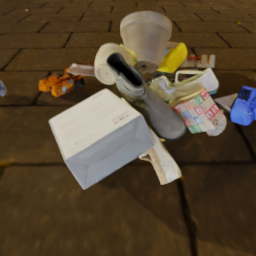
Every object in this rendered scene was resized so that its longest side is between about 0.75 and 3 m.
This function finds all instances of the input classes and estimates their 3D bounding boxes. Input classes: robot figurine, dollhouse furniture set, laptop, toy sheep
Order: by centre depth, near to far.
[{"bbox_3d":[2.951,-0.184,9.535,0.789,1.144,0.789,4,45,-4],"label":"toy sheep"},{"bbox_3d":[5.414,-1.371,11.145,2.601,1.610,2.778,-14,38,-20],"label":"laptop"},{"bbox_3d":[-2.977,-2.188,13.120,1.598,0.641,2.204,22,41,25],"label":"robot figurine"},{"bbox_3d":[3.273,-3.552,14.218,1.706,0.889,1.725,-5,16,-23],"label":"dollhouse furniture set"}]

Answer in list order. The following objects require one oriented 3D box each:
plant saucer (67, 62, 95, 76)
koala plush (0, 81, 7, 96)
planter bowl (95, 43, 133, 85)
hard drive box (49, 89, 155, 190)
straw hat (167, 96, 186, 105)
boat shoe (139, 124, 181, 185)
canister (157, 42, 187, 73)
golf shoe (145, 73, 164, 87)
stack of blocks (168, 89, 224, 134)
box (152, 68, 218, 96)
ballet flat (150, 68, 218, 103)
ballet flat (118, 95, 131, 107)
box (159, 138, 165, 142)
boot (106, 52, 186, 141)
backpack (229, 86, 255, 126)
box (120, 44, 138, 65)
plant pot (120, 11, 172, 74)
[{"bbox_3d":[-1.415,-2.641,12.467,2.527,0.405,2.527,2,18,-1],"label":"plant saucer"},{"bbox_3d":[-6.124,-1.643,12.152,1.047,1.085,1.181,9,48,14],"label":"koala plush"},{"bbox_3d":[-0.599,-2.060,9.625,1.350,1.350,0.909,14,54,19],"label":"planter bowl"},{"bbox_3d":[-0.898,0.116,8.026,2.181,1.075,2.799,-30,30,-9],"label":"hard drive box"},{"bbox_3d":[2.153,-1.122,10.745,2.437,1.031,2.437,-3,17,1],"label":"straw hat"},{"bbox_3d":[0.647,0.683,8.176,0.749,0.798,2.166,-32,58,-6],"label":"boat shoe"},{"bbox_3d":[1.535,-3.528,13.738,2.238,0.969,1.662,22,64,43],"label":"canister"},{"bbox_3d":[1.019,-1.757,10.515,0.827,0.391,0.322,-22,30,28],"label":"golf shoe"},{"bbox_3d":[1.942,-0.408,8.806,0.547,1.075,1.867,-41,10,-25],"label":"stack of blocks"},{"bbox_3d":[2.586,-2.079,13.049,2.466,0.537,1.976,-9,36,-13],"label":"box"},{"bbox_3d":[1.607,-1.464,9.820,2.910,1.010,1.010,-11,33,16],"label":"ballet flat"},{"bbox_3d":[0.319,-0.648,9.531,0.778,0.778,2.130,-26,39,-32],"label":"ballet flat"},{"bbox_3d":[0.586,-0.010,9.959,1.225,0.747,1.180,-16,39,-22],"label":"box"},{"bbox_3d":[0.448,-0.846,8.119,0.965,1.862,2.850,-44,69,-3],"label":"boot"},{"bbox_3d":[3.482,-0.590,8.207,0.836,0.810,0.997,24,74,39],"label":"backpack"},{"bbox_3d":[-0.006,-2.730,10.505,0.654,0.270,1.115,27,23,-20],"label":"box"},{"bbox_3d":[0.762,-3.579,12.340,2.302,2.302,1.997,2,77,2],"label":"plant pot"}]
